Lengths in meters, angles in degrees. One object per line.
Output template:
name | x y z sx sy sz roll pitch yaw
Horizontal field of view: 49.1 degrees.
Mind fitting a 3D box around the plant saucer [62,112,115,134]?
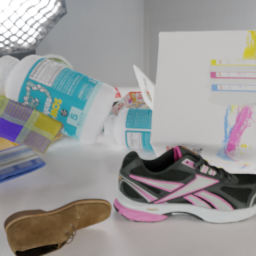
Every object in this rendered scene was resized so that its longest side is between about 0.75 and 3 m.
plant saucer | -1.598 -0.318 9.286 2.757 0.496 2.757 0 12 0

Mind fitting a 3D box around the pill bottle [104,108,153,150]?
pill bottle | 0.337 0.022 6.374 1.678 0.929 0.929 3 11 12

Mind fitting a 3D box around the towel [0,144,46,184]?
towel | -2.114 0.626 4.826 1.056 0.171 1.437 -19 19 -30

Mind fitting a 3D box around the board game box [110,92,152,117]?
board game box | 0.478 -0.830 10.408 1.881 0.436 1.425 -5 -19 -37

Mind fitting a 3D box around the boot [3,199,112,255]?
boot | -0.620 1.016 2.821 1.112 0.409 0.420 -4 32 -32

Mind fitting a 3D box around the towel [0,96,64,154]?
towel | -2.087 -0.042 5.358 1.492 1.072 0.170 28 39 -26

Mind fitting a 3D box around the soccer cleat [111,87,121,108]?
soccer cleat | -1.407 -1.196 12.114 2.300 0.842 0.784 -12 -17 -16

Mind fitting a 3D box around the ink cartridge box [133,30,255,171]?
ink cartridge box | 1.512 -0.321 4.499 2.775 1.738 1.784 2 -16 12

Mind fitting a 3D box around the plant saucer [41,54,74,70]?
plant saucer | -3.644 -2.030 13.145 2.779 2.779 0.697 2 -10 13

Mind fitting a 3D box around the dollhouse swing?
dollhouse swing | -3.328 0.130 7.232 2.134 2.064 2.348 -40 1 16

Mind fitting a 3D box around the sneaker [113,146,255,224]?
sneaker | 0.794 0.634 3.439 1.932 0.834 0.776 -2 12 -11

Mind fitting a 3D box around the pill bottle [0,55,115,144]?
pill bottle | -1.804 -0.776 6.793 2.751 1.524 1.524 22 11 -1
